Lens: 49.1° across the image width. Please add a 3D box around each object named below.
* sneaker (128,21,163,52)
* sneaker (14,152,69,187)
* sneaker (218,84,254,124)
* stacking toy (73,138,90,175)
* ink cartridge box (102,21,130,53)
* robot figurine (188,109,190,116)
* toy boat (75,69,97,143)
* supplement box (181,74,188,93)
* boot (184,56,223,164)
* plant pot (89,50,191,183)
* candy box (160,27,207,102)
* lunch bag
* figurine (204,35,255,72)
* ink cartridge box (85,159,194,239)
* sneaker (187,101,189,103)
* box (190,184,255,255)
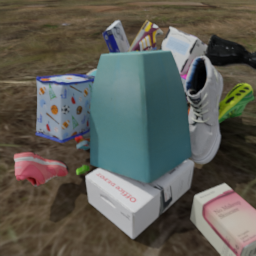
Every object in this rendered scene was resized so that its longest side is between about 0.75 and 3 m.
[{"bbox_3d":[0.494,-2.581,8.995,0.747,1.657,0.621,30,0,-6],"label":"sneaker"},{"bbox_3d":[-2.299,1.199,7.402,0.649,1.760,0.763,-13,66,28],"label":"sneaker"},{"bbox_3d":[3.742,-0.616,10.463,2.297,0.960,0.851,-40,29,14],"label":"sneaker"},{"bbox_3d":[-1.103,0.408,8.219,0.428,1.821,1.373,15,51,-47],"label":"stacking toy"},{"bbox_3d":[-0.351,-2.780,8.971,0.201,0.987,0.989,-2,39,32],"label":"ink cartridge box"},{"bbox_3d":[2.277,0.074,9.336,1.050,1.296,1.801,20,-14,-16],"label":"robot figurine"},{"bbox_3d":[-0.855,-0.653,9.969,2.469,1.365,2.937,38,62,-13],"label":"toy boat"},{"bbox_3d":[1.948,-1.454,8.920,0.400,0.392,0.774,37,40,29],"label":"supplement box"},{"bbox_3d":[1.990,-0.535,7.970,1.076,1.398,2.925,-2,70,35],"label":"boot"},{"bbox_3d":[0.301,-0.493,7.275,2.039,2.887,2.040,11,21,39],"label":"plant pot"},{"bbox_3d":[1.702,-1.806,10.163,1.063,2.973,2.493,30,19,22],"label":"candy box"},{"bbox_3d":[-1.596,-0.642,7.844,1.187,1.629,1.916,16,21,27],"label":"lunch bag"},{"bbox_3d":[3.601,-2.202,8.928,1.999,0.882,2.049,20,16,19],"label":"figurine"},{"bbox_3d":[0.330,1.479,7.564,1.755,1.022,2.428,27,41,37],"label":"ink cartridge box"},{"bbox_3d":[1.631,-1.696,12.575,2.869,1.107,1.047,-6,34,-4],"label":"sneaker"},{"bbox_3d":[2.367,2.229,6.526,1.020,0.869,1.596,-15,35,-23],"label":"box"}]
